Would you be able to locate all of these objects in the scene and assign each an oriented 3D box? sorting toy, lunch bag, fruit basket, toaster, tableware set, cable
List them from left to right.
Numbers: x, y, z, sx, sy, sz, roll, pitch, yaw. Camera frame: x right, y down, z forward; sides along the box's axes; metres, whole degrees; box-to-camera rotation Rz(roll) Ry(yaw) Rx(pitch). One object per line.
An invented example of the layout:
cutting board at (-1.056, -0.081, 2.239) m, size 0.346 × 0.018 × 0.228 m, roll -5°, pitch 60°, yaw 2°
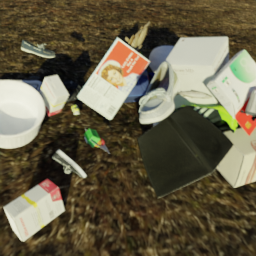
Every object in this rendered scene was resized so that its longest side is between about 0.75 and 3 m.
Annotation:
cable at (-3.131, -1.636, 13.289) m, size 1.795 × 0.456 × 1.465 m, roll -20°, pitch 48°, yaw -22°
fruit basket at (-1.046, 0.463, 9.324) m, size 0.420 × 0.896 × 0.830 m, roll -41°, pitch 41°, yaw 5°
lunch bag at (-0.352, -1.974, 12.180) m, size 2.410 × 1.594 × 1.637 m, roll -4°, pitch -4°, yaw -7°
tableware set at (0.307, -3.885, 12.377) m, size 0.411 × 1.355 × 2.050 m, roll 26°, pitch 42°, yaw 4°
sorting toy at (0.444, -2.750, 13.932) m, size 0.392 × 1.116 × 2.315 m, roll 9°, pitch 48°, yaw -25°
toaster at (3.860, -0.636, 7.972) m, size 1.125 × 0.727 × 0.639 m, roll 17°, pitch 6°, yaw 30°

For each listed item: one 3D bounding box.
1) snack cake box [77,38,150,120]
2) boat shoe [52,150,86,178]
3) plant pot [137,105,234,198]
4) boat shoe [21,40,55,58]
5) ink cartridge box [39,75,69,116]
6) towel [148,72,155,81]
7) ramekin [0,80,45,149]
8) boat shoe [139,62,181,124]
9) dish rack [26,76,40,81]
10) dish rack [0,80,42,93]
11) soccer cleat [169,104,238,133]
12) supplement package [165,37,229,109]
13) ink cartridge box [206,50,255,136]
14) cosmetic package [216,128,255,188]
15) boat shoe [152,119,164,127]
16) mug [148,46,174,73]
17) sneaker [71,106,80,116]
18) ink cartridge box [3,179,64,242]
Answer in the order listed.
snack cake box at (-0.572, -1.836, 10.802) m, size 1.553 × 2.700 × 0.907 m, roll 34°, pitch -4°, yaw -6°
boat shoe at (-1.562, 1.021, 7.366) m, size 1.030 × 0.380 × 0.352 m, roll 41°, pitch 75°, yaw 2°
plant pot at (1.462, 0.537, 8.104) m, size 1.774 × 1.995 × 2.000 m, roll 55°, pitch 39°, yaw 4°
boat shoe at (-3.594, -3.182, 11.265) m, size 1.328 × 0.411 × 0.497 m, roll 15°, pitch 27°, yaw -12°
ink cartridge box at (-2.775, -1.175, 10.308) m, size 0.533 × 1.279 × 0.928 m, roll -25°, pitch 78°, yaw -38°
towel at (1.964, -2.629, 14.657) m, size 1.599 × 0.396 × 1.181 m, roll -18°, pitch 46°, yaw -23°
ramekin at (-4.087, -0.412, 9.661) m, size 2.303 × 1.123 × 2.303 m, roll 9°, pitch 56°, yaw -14°
boat shoe at (0.845, -0.984, 7.760) m, size 0.928 × 0.807 × 2.517 m, roll -8°, pitch 32°, yaw 33°
dish rack at (-4.977, -2.423, 14.467) m, size 0.679 × 0.241 × 0.885 m, roll 12°, pitch 36°, yaw 13°
dish rack at (-5.447, -1.407, 12.757) m, size 2.763 × 0.602 × 2.372 m, roll 0°, pitch 35°, yaw 0°
soccer cleat at (2.314, -0.231, 9.086) m, size 2.398 × 0.810 × 0.972 m, roll -2°, pitch 58°, yaw 33°
supplement package at (2.529, -1.520, 9.780) m, size 1.644 × 2.811 × 1.649 m, roll 11°, pitch 52°, yaw 33°
ink cartridge box at (3.518, -1.043, 8.348) m, size 2.038 × 0.510 × 1.640 m, roll 48°, pitch 67°, yaw -5°
cosmetic package at (4.377, 0.743, 9.123) m, size 2.787 × 1.441 × 1.216 m, roll -13°, pitch 38°, yaw -15°
boat shoe at (1.896, 0.351, 10.090) m, size 0.906 × 0.822 × 2.463 m, roll -37°, pitch 64°, yaw -19°
mug at (2.070, -2.970, 12.727) m, size 1.822 × 1.534 × 2.078 m, roll 27°, pitch 35°, yaw 30°
sneaker at (-2.250, -0.830, 12.039) m, size 0.339 × 0.343 × 0.898 m, roll -9°, pitch 25°, yaw -20°
ink cartridge box at (-2.485, 2.182, 7.514) m, size 0.564 × 0.981 × 1.351 m, roll 26°, pitch 44°, yaw 34°
